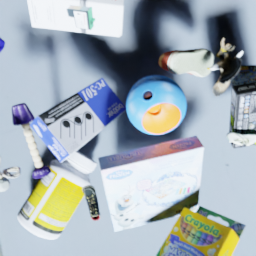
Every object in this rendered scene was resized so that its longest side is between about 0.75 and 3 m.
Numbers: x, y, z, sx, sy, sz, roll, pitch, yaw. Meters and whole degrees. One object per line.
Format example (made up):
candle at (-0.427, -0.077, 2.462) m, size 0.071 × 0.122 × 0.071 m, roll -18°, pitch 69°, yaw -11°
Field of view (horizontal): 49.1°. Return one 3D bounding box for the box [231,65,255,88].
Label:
box at (3.802, -1.612, 8.816) m, size 1.013 × 0.202 × 0.693 m, roll 3°, pitch 85°, yaw 14°

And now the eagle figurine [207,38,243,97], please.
eagle figurine at (2.579, -1.547, 7.432) m, size 0.941 × 0.946 × 1.247 m, roll -23°, pitch 63°, yaw 41°

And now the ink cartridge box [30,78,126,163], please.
ink cartridge box at (-1.406, -0.360, 8.737) m, size 1.409 × 0.663 × 2.997 m, roll 52°, pitch 44°, yaw -4°

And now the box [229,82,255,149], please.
box at (4.096, -0.401, 8.606) m, size 1.792 × 2.236 × 0.495 m, roll -10°, pitch 41°, yaw 6°

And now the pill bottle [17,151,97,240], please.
pill bottle at (-2.399, 2.213, 9.913) m, size 1.661 × 1.661 × 2.955 m, roll 31°, pitch 84°, yaw 4°

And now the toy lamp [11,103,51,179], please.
toy lamp at (-3.033, 0.401, 8.675) m, size 0.683 × 0.683 × 2.347 m, roll -12°, pitch 105°, yaw -2°

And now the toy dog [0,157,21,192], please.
toy dog at (-3.610, 0.946, 6.943) m, size 1.660 × 1.095 × 0.799 m, roll 6°, pitch 117°, yaw 8°

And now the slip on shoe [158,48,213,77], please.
slip on shoe at (1.903, -2.079, 8.803) m, size 2.431 × 0.744 × 0.900 m, roll -11°, pitch 117°, yaw -40°

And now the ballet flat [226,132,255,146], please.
ballet flat at (3.530, 0.376, 8.554) m, size 1.086 × 0.377 × 0.377 m, roll 6°, pitch 82°, yaw -8°

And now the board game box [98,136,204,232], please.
board game box at (0.724, 1.716, 8.201) m, size 2.791 × 2.778 × 0.605 m, roll -12°, pitch 39°, yaw -7°

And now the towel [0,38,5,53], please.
towel at (-3.746, -2.127, 6.891) m, size 1.221 × 0.303 × 0.902 m, roll 37°, pitch 93°, yaw 3°

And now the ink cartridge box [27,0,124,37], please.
ink cartridge box at (-1.520, -4.130, 8.957) m, size 2.827 × 1.192 × 2.065 m, roll 4°, pitch 56°, yaw -5°

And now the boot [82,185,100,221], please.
boot at (-1.046, 2.186, 8.156) m, size 0.358 × 0.991 × 0.748 m, roll -16°, pitch 47°, yaw -4°

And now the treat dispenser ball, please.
treat dispenser ball at (0.769, -0.629, 7.785) m, size 1.658 × 1.658 × 1.658 m, roll 0°, pitch 82°, yaw 0°

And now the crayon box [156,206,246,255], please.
crayon box at (1.820, 3.290, 7.566) m, size 2.555 × 1.606 × 0.659 m, roll -52°, pitch 125°, yaw -20°
